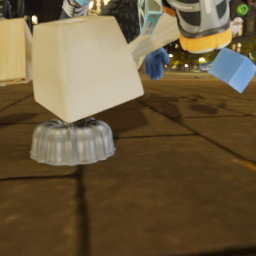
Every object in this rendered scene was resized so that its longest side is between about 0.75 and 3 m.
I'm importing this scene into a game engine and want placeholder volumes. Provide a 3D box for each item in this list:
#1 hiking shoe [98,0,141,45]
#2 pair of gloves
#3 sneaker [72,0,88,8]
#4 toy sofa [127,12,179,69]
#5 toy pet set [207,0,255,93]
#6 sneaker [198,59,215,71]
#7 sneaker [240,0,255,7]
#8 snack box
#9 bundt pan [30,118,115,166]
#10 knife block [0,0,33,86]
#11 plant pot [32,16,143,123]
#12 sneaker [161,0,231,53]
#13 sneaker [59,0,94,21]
[{"bbox_3d":[-0.477,-2.609,7.225,1.114,2.941,1.480,22,41,-29],"label":"hiking shoe"},{"bbox_3d":[0.624,-3.230,12.638,2.807,2.256,0.320,4,15,42],"label":"pair of gloves"},{"bbox_3d":[-1.140,-3.122,5.712,0.618,1.294,0.513,-37,0,10],"label":"sneaker"},{"bbox_3d":[1.009,-3.180,9.397,2.686,1.311,1.112,-18,35,41],"label":"toy sofa"},{"bbox_3d":[3.407,-2.487,8.463,2.523,2.355,1.340,32,14,-2],"label":"toy pet set"},{"bbox_3d":[3.280,-2.401,11.215,1.042,0.444,0.401,-15,50,-9],"label":"sneaker"},{"bbox_3d":[3.688,-3.772,8.022,0.745,0.899,1.886,-10,10,5],"label":"sneaker"},{"bbox_3d":[0.343,-2.491,5.044,0.252,1.359,0.789,-4,-7,-8],"label":"snack box"},{"bbox_3d":[-1.349,0.216,6.877,2.090,0.784,2.090,1,13,0],"label":"bundt pan"},{"bbox_3d":[-3.653,-2.871,8.877,0.926,2.542,2.895,-9,23,-4],"label":"knife block"},{"bbox_3d":[-0.996,-1.404,5.903,1.857,1.646,1.859,-24,32,-29],"label":"plant pot"},{"bbox_3d":[1.073,-2.360,4.718,1.037,1.023,2.650,-17,45,6],"label":"sneaker"},{"bbox_3d":[-1.414,-3.279,7.185,1.995,0.699,1.082,-42,-2,31],"label":"sneaker"}]
